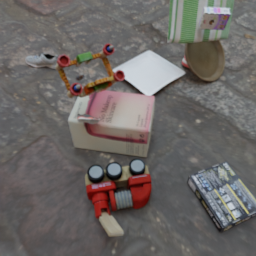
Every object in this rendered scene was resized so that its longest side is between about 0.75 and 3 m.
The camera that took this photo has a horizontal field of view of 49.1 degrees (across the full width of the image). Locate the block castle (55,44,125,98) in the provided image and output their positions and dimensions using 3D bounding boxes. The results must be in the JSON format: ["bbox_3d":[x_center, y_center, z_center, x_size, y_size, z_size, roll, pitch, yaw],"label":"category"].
[{"bbox_3d":[-1.131,-1.757,8.635,1.934,0.907,1.293,-24,92,-30],"label":"block castle"}]

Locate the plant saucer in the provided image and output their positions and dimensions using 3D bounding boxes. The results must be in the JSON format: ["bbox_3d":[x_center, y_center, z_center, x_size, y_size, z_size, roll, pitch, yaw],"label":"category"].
[{"bbox_3d":[3.543,-3.360,13.044,2.499,0.368,2.499,3,84,-29],"label":"plant saucer"}]

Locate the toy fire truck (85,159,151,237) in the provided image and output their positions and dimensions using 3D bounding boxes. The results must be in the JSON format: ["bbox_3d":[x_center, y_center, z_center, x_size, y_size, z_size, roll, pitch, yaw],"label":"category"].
[{"bbox_3d":[-0.208,2.201,8.530,2.039,1.491,2.317,-7,56,-7],"label":"toy fire truck"}]

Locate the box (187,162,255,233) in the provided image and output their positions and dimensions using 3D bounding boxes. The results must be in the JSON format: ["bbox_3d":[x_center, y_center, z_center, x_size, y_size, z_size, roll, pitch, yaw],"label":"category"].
[{"bbox_3d":[3.104,2.164,9.123,1.566,0.477,1.943,-20,52,-14],"label":"box"}]

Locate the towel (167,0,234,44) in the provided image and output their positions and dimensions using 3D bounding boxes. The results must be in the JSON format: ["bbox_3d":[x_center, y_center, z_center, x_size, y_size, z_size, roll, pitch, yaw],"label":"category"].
[{"bbox_3d":[2.876,-4.502,10.906,2.982,2.275,0.349,-14,32,-24],"label":"towel"}]

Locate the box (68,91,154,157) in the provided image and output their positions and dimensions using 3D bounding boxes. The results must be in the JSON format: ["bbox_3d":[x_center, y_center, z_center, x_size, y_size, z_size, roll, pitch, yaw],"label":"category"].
[{"bbox_3d":[-0.535,-0.225,10.450,2.848,1.552,1.821,7,50,6],"label":"box"}]

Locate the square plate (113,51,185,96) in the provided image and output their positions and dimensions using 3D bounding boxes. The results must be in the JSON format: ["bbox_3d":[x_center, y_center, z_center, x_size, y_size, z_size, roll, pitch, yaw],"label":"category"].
[{"bbox_3d":[0.978,-2.574,13.276,2.501,0.356,2.477,-34,58,-26],"label":"square plate"}]

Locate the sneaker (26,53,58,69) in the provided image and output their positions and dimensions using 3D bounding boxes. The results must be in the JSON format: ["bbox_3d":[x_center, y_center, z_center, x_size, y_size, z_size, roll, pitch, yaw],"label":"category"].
[{"bbox_3d":[-4.161,-3.411,13.740,1.791,0.734,0.669,5,49,4],"label":"sneaker"}]

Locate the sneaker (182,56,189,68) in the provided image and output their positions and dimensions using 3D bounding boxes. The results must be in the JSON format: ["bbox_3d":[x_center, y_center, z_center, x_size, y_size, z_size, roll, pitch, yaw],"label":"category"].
[{"bbox_3d":[3.770,-4.036,13.964,1.032,1.215,2.800,32,56,24],"label":"sneaker"}]

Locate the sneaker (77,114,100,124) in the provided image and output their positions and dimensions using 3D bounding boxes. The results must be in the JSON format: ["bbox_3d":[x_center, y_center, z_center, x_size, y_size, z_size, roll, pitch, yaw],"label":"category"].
[{"bbox_3d":[-1.279,-0.340,9.015,0.770,0.297,0.315,8,53,-30],"label":"sneaker"}]

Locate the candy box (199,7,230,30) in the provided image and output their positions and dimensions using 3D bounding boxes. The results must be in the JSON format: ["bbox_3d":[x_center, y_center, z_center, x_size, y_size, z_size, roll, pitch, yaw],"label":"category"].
[{"bbox_3d":[3.191,-4.044,10.388,0.945,0.793,0.338,3,66,1],"label":"candy box"}]
